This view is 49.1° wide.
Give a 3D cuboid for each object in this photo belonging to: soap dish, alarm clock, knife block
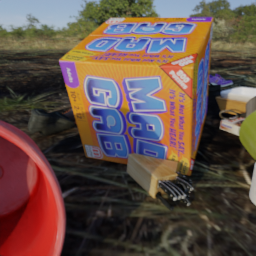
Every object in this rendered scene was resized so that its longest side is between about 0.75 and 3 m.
[{"bbox_3d":[4.485,-0.891,10.108,1.611,0.831,2.047,-15,23,-34],"label":"soap dish"},{"bbox_3d":[4.094,-0.290,8.076,2.806,0.934,1.892,5,-21,24],"label":"alarm clock"},{"bbox_3d":[0.574,1.121,5.854,1.540,0.493,1.352,11,19,13],"label":"knife block"}]

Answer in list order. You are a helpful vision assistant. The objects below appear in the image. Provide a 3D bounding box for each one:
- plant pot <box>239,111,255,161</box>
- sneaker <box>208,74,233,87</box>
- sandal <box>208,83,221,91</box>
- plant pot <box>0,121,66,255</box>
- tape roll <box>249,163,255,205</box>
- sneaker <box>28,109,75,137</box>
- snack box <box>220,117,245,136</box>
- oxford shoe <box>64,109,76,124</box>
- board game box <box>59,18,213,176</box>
[{"bbox_3d":[3.616,0.509,6.671,1.476,1.476,1.578,1,36,2],"label":"plant pot"},{"bbox_3d":[5.406,-2.835,16.684,0.674,0.697,1.672,-18,27,-41],"label":"sneaker"},{"bbox_3d":[3.951,-2.474,15.857,2.524,0.569,0.948,6,21,15],"label":"sandal"},{"bbox_3d":[-2.166,0.934,3.952,2.562,2.562,2.267,-5,9,-13],"label":"plant pot"},{"bbox_3d":[3.023,1.154,5.550,1.068,0.733,1.068,0,20,0],"label":"tape roll"},{"bbox_3d":[-2.506,-0.112,9.116,0.680,0.812,1.790,36,14,34],"label":"sneaker"},{"bbox_3d":[4.629,-0.218,9.910,2.884,0.351,1.037,-12,23,-31],"label":"snack box"},{"bbox_3d":[-2.150,-0.418,10.087,1.689,0.613,0.601,-3,20,-9],"label":"oxford shoe"},{"bbox_3d":[0.481,-0.984,7.262,2.857,2.854,2.855,8,40,20],"label":"board game box"}]
